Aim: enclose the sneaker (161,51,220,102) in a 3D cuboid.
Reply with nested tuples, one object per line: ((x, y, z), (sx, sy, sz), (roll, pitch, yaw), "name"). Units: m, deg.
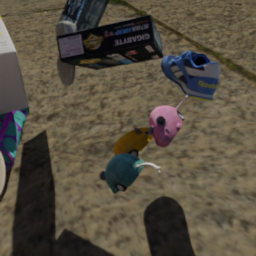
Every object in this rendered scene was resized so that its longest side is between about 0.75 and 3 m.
((1.578, -1.503, 7.071), (0.854, 0.950, 2.311), (1, 30, -22), "sneaker")

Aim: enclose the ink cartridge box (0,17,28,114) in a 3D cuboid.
((-4.116, -1.847, 7.480), (1.973, 1.939, 2.680), (-19, 56, -22), "ink cartridge box")

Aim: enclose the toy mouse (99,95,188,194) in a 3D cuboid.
((0.190, 0.292, 4.545), (0.455, 2.353, 2.091), (43, 6, -8), "toy mouse")

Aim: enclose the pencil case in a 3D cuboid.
((-3.479, 0.128, 7.820), (1.014, 1.101, 2.383), (14, 38, -19), "pencil case")

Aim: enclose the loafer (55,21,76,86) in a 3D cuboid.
((-1.402, -1.755, 6.692), (0.519, 1.484, 0.518), (15, 22, 32), "loafer")

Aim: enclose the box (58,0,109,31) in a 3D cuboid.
((-1.301, -3.960, 8.697), (0.615, 2.675, 2.126), (17, 18, -34), "box")

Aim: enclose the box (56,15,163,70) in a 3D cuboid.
((-0.232, -1.772, 6.234), (1.865, 0.540, 2.347), (-8, 6, 12), "box")

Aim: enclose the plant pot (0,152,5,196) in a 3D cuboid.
((-2.311, 0.835, 2.830), (2.118, 1.895, 2.118), (33, 32, -23), "plant pot")
